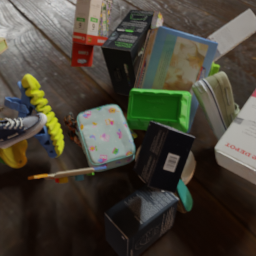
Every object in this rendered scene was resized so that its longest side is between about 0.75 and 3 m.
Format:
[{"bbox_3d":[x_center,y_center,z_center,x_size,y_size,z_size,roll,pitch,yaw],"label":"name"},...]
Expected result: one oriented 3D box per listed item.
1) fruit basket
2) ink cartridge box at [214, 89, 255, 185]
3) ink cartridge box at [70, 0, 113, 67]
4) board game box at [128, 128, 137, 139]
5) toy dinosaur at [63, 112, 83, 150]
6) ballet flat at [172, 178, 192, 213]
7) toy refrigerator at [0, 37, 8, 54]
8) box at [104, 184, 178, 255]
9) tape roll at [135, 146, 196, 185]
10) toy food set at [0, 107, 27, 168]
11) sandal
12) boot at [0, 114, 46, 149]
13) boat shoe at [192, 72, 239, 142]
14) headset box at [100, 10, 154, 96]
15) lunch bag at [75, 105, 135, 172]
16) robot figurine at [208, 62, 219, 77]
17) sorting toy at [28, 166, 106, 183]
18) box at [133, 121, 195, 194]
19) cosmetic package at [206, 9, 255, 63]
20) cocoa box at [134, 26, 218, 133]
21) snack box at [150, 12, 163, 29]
[{"bbox_3d":[0.786,-0.357,7.341,1.731,1.731,1.249,6,87,5],"label":"fruit basket"},{"bbox_3d":[3.670,0.239,7.320,1.787,1.010,2.440,30,73,34],"label":"ink cartridge box"},{"bbox_3d":[-1.196,-3.149,9.207,0.593,2.357,1.284,17,18,23],"label":"ink cartridge box"},{"bbox_3d":[-0.135,0.117,8.990,0.506,0.752,0.110,-23,35,40],"label":"board game box"},{"bbox_3d":[-1.165,0.140,7.541,1.454,0.987,0.743,46,23,-2],"label":"toy dinosaur"},{"bbox_3d":[1.028,1.275,7.234,0.812,2.245,0.761,-1,35,34],"label":"ballet flat"},{"bbox_3d":[-6.177,-3.595,12.843,0.499,0.542,1.427,16,48,14],"label":"toy refrigerator"},{"bbox_3d":[0.312,2.229,6.758,1.604,1.191,0.859,-27,47,-31],"label":"box"},{"bbox_3d":[1.128,1.060,8.619,1.840,0.336,1.840,1,47,-1],"label":"tape roll"},{"bbox_3d":[-3.696,0.364,8.148,0.617,1.888,1.111,-13,27,22],"label":"toy food set"},{"bbox_3d":[-2.742,-0.221,8.235,1.095,2.516,1.000,-25,6,0],"label":"sandal"},{"bbox_3d":[-2.933,-0.016,7.267,1.536,0.694,0.559,-31,55,3],"label":"boot"},{"bbox_3d":[2.753,-0.334,8.060,0.924,2.978,1.072,-28,45,12],"label":"boat shoe"},{"bbox_3d":[0.238,-2.693,10.454,1.182,2.218,2.548,15,57,24],"label":"headset box"},{"bbox_3d":[-0.566,0.220,6.579,1.202,0.577,1.498,-18,64,-8],"label":"lunch bag"},{"bbox_3d":[2.984,-2.457,11.572,1.446,0.837,1.269,15,25,14],"label":"robot figurine"},{"bbox_3d":[-1.050,0.861,4.923,1.357,0.764,0.185,-3,80,-31],"label":"sorting toy"},{"bbox_3d":[0.700,0.558,5.838,0.625,1.201,1.094,18,5,-17],"label":"box"},{"bbox_3d":[3.396,-3.046,9.517,1.901,1.073,0.771,-34,89,-9],"label":"cosmetic package"},{"bbox_3d":[1.271,-1.518,8.792,1.856,2.784,1.827,13,14,-7],"label":"cocoa box"},{"bbox_3d":[1.011,-3.644,9.736,0.204,0.548,0.771,17,9,16],"label":"snack box"}]
